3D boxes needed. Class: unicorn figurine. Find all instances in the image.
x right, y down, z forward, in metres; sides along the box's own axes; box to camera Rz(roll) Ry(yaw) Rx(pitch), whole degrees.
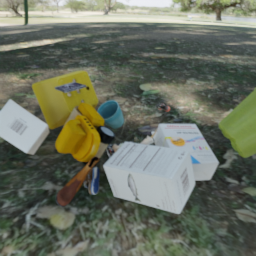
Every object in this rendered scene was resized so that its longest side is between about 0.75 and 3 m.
[{"bbox_3d":[0.318,0.823,10.425,1.984,1.363,0.733,-10,55,14],"label":"unicorn figurine"}]

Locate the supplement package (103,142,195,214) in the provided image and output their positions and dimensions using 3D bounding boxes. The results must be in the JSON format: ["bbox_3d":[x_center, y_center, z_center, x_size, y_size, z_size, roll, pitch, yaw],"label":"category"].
[{"bbox_3d":[0.705,1.541,9.167,2.474,1.446,1.451,5,35,35],"label":"supplement package"}]

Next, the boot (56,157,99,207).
[{"bbox_3d":[-1.615,1.768,9.205,0.527,1.540,1.450,45,28,2],"label":"boot"}]

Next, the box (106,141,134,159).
[{"bbox_3d":[-0.244,1.011,11.920,1.255,0.312,0.990,-7,30,-13],"label":"box"}]

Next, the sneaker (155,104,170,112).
[{"bbox_3d":[1.804,-1.148,15.133,0.384,0.362,0.939,12,4,-45],"label":"sneaker"}]

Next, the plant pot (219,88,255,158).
[{"bbox_3d":[4.146,-0.179,8.880,2.137,2.251,2.251,-35,28,10],"label":"plant pot"}]

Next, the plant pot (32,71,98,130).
[{"bbox_3d":[-2.607,-1.410,12.452,2.201,2.201,1.941,-25,7,-34],"label":"plant pot"}]

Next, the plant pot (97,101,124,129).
[{"bbox_3d":[-0.621,-0.464,11.279,0.947,0.890,0.947,-16,50,19],"label":"plant pot"}]

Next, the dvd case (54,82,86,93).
[{"bbox_3d":[-2.183,-1.519,10.495,0.855,0.092,1.150,-21,25,-27],"label":"dvd case"}]

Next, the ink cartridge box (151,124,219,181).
[{"bbox_3d":[2.063,0.698,10.917,1.634,0.963,2.838,1,37,-15],"label":"ink cartridge box"}]

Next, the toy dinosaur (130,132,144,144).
[{"bbox_3d":[0.487,0.488,11.020,1.490,0.354,0.656,17,33,-56],"label":"toy dinosaur"}]

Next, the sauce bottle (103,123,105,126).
[{"bbox_3d":[-1.490,0.106,12.107,0.585,1.808,0.585,32,28,-19],"label":"sauce bottle"}]

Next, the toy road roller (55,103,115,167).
[{"bbox_3d":[-1.846,0.164,10.268,1.820,1.532,2.493,14,26,-47],"label":"toy road roller"}]

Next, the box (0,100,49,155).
[{"bbox_3d":[-4.021,0.086,10.668,1.571,1.231,2.526,35,-14,-8],"label":"box"}]

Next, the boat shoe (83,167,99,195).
[{"bbox_3d":[-1.330,1.953,10.063,0.498,0.497,1.375,-14,22,6],"label":"boat shoe"}]
